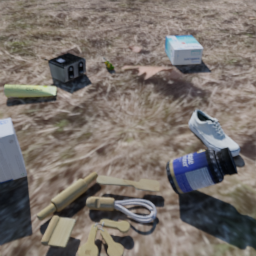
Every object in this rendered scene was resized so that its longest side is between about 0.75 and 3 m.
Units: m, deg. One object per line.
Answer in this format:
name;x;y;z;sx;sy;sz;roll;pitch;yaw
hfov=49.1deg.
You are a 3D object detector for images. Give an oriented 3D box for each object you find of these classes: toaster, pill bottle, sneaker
toaster;-2.668;-2.641;12.080;1.358;0.806;1.228;26;43;31
pill bottle;1.729;0.981;6.622;1.505;0.842;0.842;-21;31;20
sneaker;2.525;0.116;8.398;0.709;0.687;1.942;-20;41;-25

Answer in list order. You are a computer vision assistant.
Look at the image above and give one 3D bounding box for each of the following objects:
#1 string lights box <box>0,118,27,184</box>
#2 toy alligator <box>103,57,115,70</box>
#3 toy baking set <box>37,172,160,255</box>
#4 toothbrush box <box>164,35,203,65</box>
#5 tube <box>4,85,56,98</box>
string lights box;-4.070;0.855;6.746;2.798;1.438;0.825;-15;39;-19
toy alligator;-0.934;-2.899;12.844;0.340;0.247;1.026;14;28;-44
toy baking set;-0.594;1.866;6.379;2.140;0.324;2.789;26;43;27
toothbrush box;2.668;-3.830;13.712;1.382;0.805;1.888;-4;38;-4
tube;-3.725;-1.419;10.740;1.865;0.484;0.541;0;74;-9
